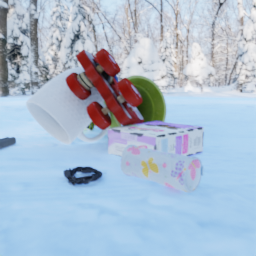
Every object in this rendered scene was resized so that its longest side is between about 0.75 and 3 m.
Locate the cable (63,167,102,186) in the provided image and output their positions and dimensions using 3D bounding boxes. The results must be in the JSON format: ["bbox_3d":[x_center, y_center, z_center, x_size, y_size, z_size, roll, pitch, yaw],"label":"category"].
[{"bbox_3d":[-1.040,1.151,6.677,0.857,0.267,1.050,0,5,-31],"label":"cable"}]

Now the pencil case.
[{"bbox_3d":[0.722,0.895,6.421,1.904,0.792,0.864,8,1,42],"label":"pencil case"}]

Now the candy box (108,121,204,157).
[{"bbox_3d":[0.908,0.404,9.112,2.471,0.884,2.072,-9,13,-44],"label":"candy box"}]

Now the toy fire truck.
[{"bbox_3d":[-0.613,-1.277,9.653,1.627,2.902,2.437,-36,-8,12],"label":"toy fire truck"}]

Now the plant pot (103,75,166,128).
[{"bbox_3d":[-0.098,-0.722,12.411,2.644,2.644,2.510,-5,-2,-31],"label":"plant pot"}]

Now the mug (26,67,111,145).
[{"bbox_3d":[-1.876,-0.752,10.674,2.567,2.928,2.162,-49,20,-25],"label":"mug"}]

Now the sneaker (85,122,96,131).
[{"bbox_3d":[-2.256,-0.340,13.890,1.092,1.078,2.858,-6,-2,4],"label":"sneaker"}]

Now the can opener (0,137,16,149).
[{"bbox_3d":[-4.591,0.505,9.628,0.494,0.624,1.878,1,5,15],"label":"can opener"}]
